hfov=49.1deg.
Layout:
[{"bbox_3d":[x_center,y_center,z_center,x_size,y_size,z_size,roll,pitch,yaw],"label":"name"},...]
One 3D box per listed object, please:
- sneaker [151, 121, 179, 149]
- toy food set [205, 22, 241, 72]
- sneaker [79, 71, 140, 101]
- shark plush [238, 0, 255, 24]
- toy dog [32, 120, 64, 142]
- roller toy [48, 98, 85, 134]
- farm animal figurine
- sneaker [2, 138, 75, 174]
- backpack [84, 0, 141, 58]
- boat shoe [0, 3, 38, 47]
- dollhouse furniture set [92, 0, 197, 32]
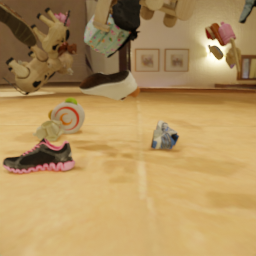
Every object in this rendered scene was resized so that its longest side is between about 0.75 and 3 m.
[{"bbox_3d":[1.264,0.307,9.264,0.805,0.728,1.889,12,20,9],"label":"sneaker"},{"bbox_3d":[3.533,-3.161,10.364,0.432,1.743,2.741,-24,33,5],"label":"toy food set"},{"bbox_3d":[-0.538,-1.020,7.610,1.954,0.711,0.827,7,-32,43],"label":"sneaker"},{"bbox_3d":[2.428,-2.830,5.415,0.755,1.662,0.692,-4,11,-44],"label":"shark plush"},{"bbox_3d":[-2.816,0.120,10.148,1.027,0.739,1.059,-25,6,12],"label":"toy dog"},{"bbox_3d":[-2.378,-0.420,11.149,1.366,1.247,0.955,-34,12,4],"label":"roller toy"},{"bbox_3d":[-2.422,-2.022,8.497,2.698,1.422,2.728,-43,5,-2],"label":"farm animal figurine"},{"bbox_3d":[-2.177,0.645,6.845,1.710,0.816,0.676,-3,13,-9],"label":"sneaker"},{"bbox_3d":[-0.391,-2.469,6.841,0.959,1.264,1.515,28,-36,-26],"label":"backpack"},{"bbox_3d":[-2.348,-2.221,5.926,0.404,1.124,0.382,-36,23,22],"label":"boat shoe"},{"bbox_3d":[0.279,-2.040,4.858,1.553,1.032,1.361,16,14,-6],"label":"dollhouse furniture set"}]
